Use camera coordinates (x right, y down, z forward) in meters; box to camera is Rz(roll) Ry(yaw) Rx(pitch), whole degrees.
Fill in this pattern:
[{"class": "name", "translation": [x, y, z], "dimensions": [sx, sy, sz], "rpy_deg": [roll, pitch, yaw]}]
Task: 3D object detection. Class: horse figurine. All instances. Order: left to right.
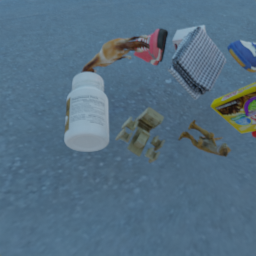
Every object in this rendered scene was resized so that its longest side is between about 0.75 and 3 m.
[{"class": "horse figurine", "translation": [-0.406, -2.380, 9.018], "dimensions": [1.681, 0.633, 2.537], "rpy_deg": [-20, 5, -32]}]

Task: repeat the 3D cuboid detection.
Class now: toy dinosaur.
[{"class": "toy dinosaur", "translation": [1.789, 0.332, 6.534], "dimensions": [1.098, 0.625, 2.068], "rpy_deg": [35, 12, 1]}]

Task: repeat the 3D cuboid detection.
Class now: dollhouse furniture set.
[{"class": "dollhouse furniture set", "translation": [0.344, 0.198, 7.520], "dimensions": [1.105, 0.838, 1.261], "rpy_deg": [34, 58, -8]}]

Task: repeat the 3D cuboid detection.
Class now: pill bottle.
[{"class": "pill bottle", "translation": [-1.203, -0.504, 8.266], "dimensions": [1.242, 1.242, 2.172], "rpy_deg": [-2, 61, -2]}]

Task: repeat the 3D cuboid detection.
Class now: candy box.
[{"class": "candy box", "translation": [2.845, -0.445, 6.039], "dimensions": [1.130, 2.212, 0.292], "rpy_deg": [38, 72, -8]}]

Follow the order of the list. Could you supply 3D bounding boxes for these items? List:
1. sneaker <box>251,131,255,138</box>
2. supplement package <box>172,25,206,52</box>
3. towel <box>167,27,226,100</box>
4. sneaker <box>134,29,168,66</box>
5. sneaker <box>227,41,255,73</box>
[{"class": "sneaker", "translation": [3.590, -0.148, 6.754], "dimensions": [1.237, 1.122, 2.913], "rpy_deg": [-18, 63, 37]}, {"class": "supplement package", "translation": [2.598, -3.701, 11.780], "dimensions": [1.192, 0.661, 0.928], "rpy_deg": [-1, 44, 30]}, {"class": "towel", "translation": [2.462, -2.297, 9.808], "dimensions": [0.879, 1.702, 2.055], "rpy_deg": [-14, 38, 55]}, {"class": "sneaker", "translation": [0.739, -3.001, 10.623], "dimensions": [1.202, 1.022, 2.772], "rpy_deg": [11, -1, -2]}, {"class": "sneaker", "translation": [4.395, -2.419, 8.863], "dimensions": [2.856, 1.259, 1.075], "rpy_deg": [5, 55, -33]}]
